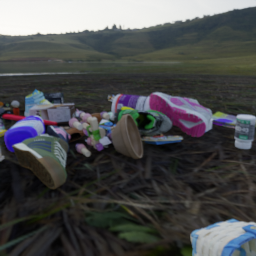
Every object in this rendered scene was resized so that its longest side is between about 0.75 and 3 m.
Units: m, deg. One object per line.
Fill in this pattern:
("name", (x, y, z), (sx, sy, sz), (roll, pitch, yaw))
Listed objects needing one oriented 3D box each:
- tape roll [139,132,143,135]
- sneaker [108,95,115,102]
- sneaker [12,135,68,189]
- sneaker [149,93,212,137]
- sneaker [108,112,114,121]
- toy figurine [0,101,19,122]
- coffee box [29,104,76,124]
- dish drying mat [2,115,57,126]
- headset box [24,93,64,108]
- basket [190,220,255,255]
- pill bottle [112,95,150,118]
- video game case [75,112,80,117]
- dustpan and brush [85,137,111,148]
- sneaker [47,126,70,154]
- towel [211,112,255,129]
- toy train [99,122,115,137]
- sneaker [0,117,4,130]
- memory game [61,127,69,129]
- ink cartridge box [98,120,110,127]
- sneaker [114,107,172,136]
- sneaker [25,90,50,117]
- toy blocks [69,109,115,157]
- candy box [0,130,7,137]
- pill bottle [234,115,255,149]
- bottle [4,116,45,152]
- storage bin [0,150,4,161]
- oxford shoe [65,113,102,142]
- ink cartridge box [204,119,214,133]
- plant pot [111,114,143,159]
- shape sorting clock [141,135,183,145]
("tape roll", (0.211, 0.055, 11.866), (0.982, 0.324, 0.982), (0, 16, 0))
("sneaker", (-0.989, -2.071, 19.691), (0.953, 0.430, 0.357), (6, 16, 23))
("sneaker", (-2.168, 0.706, 7.759), (1.252, 0.935, 2.789), (-29, 26, -32))
("sneaker", (2.190, -0.692, 11.820), (2.978, 1.211, 1.314), (32, 42, 30))
("sneaker", (-0.908, -0.557, 14.312), (0.516, 0.322, 0.875), (-12, 20, 16))
("toy figurine", (-6.298, -0.877, 14.219), (1.305, 0.922, 1.325), (2, 15, 9))
("coffee box", (-3.636, -0.681, 13.614), (1.960, 0.781, 1.121), (-1, 19, 2))
("dish drying mat", (-4.319, -0.344, 12.474), (2.247, 0.204, 0.863), (9, 2, -11))
("headset box", (-4.771, -1.369, 15.933), (2.127, 0.987, 1.852), (-3, 16, -10))
("basket", (1.518, 1.782, 3.088), (1.179, 1.494, 1.694), (-6, 5, -21))
("pill bottle", (0.483, -0.882, 13.436), (2.347, 1.320, 1.320), (7, 16, 23))
("video game case", (-2.967, -0.731, 15.263), (0.909, 0.117, 1.000), (-3, 16, -13))
("dustpan and brush", (-1.092, 0.512, 10.252), (1.259, 0.360, 0.879), (19, 19, 31))
("sneaker", (-2.282, 0.387, 9.830), (0.711, 0.608, 1.733), (4, 25, -36))
("towel", (4.985, -0.360, 13.505), (1.838, 0.291, 2.559), (-13, 20, -38))
("toy train", (-0.508, 0.209, 10.786), (1.420, 0.615, 0.811), (10, 25, 16))
("sneaker", (-6.014, -0.319, 12.194), (1.247, 0.873, 0.485), (1, 16, 4))
("memory game", (-2.642, 0.148, 11.802), (1.130, 0.072, 1.130), (4, 19, -1))
("ink cartridge box", (-1.443, -0.115, 12.291), (1.094, 0.414, 0.809), (11, 19, 34))
("sneaker", (0.770, -0.140, 10.574), (2.628, 1.025, 1.120), (4, 9, -41))
("sneaker", (-4.249, -1.240, 14.458), (2.231, 1.456, 0.887), (-2, 18, -8))
("toy blocks", (-1.267, 0.053, 9.554), (1.418, 1.325, 1.193), (-25, 30, -27))
("candy box", (-5.740, 0.220, 11.537), (1.289, 0.170, 0.659), (2, 14, 7))
("pill bottle", (4.145, 0.141, 9.967), (0.636, 1.124, 0.636), (0, 15, 0))
("bottle", (-3.723, 0.113, 10.504), (1.117, 0.873, 2.674), (-10, 15, -3))
("storage bin", (-4.981, 0.793, 7.895), (2.023, 0.955, 2.038), (-1, 15, 0))
("oxford shoe", (-1.671, 0.046, 10.720), (1.712, 0.611, 0.610), (-33, 34, -3))
("ink cartridge box", (3.260, -0.133, 12.411), (0.703, 0.405, 1.214), (11, 18, 35))
("plant pot", (-0.090, 0.337, 8.951), (0.675, 1.463, 1.463), (-16, 11, 14))
("shape sorting clock", (1.230, 0.386, 10.213), (1.496, 0.293, 1.496), (-6, 2, 0))
